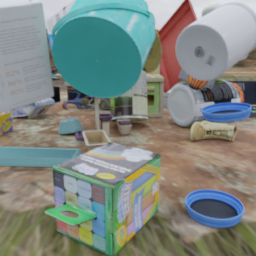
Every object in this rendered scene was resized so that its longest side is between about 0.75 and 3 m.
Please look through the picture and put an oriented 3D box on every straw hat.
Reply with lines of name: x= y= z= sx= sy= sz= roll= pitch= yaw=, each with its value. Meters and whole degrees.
straw hat: x=0.660 y=-3.548 z=11.473 sx=2.500 sy=2.500 sz=1.058 roll=12 pitch=40 yaw=37

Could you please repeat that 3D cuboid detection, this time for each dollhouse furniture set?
dollhouse furniture set: x=-0.634 y=-0.352 z=8.653 sx=1.961 sy=1.757 sz=2.475 roll=-4 pitch=16 yaw=-13

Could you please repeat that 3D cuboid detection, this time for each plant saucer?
plant saucer: x=2.246 y=-3.456 z=12.216 sx=0.543 sy=2.954 sz=2.960 roll=0 pitch=-23 yaw=-31
plant saucer: x=-2.638 y=0.758 z=7.536 sx=2.751 sy=0.261 sz=0.962 roll=2 pitch=16 yaw=3

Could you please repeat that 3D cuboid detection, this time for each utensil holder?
utensil holder: x=2.303 y=-2.233 z=7.257 sx=1.547 sy=1.547 sz=1.821 roll=15 pitch=40 yaw=42

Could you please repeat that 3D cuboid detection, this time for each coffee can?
coffee can: x=0.025 y=-1.269 z=10.847 sx=1.455 sy=1.988 sz=1.455 roll=-2 pitch=-5 yaw=0

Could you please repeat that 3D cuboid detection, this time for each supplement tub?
supplement tub: x=3.123 y=-1.039 z=11.145 sx=2.793 sy=1.711 sz=1.711 roll=-10 pitch=18 yaw=-28

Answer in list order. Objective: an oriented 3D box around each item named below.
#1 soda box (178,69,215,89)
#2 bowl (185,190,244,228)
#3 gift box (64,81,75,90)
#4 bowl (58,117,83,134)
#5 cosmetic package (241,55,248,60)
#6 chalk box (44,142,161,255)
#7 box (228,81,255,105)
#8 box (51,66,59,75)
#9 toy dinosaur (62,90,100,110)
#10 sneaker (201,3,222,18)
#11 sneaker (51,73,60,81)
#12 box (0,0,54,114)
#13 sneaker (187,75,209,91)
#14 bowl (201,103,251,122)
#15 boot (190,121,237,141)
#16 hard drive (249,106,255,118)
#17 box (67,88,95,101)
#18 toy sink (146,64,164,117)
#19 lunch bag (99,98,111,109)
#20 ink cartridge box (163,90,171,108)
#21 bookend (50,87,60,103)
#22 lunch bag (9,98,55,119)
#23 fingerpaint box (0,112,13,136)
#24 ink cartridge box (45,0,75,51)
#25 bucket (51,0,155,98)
soda box: x=2.471 y=-1.794 z=10.051 sx=1.250 sy=0.427 sz=0.396 roll=20 pitch=15 yaw=10
bowl: x=1.555 y=1.455 z=5.102 sx=1.022 sy=0.201 sz=1.022 roll=0 pitch=16 yaw=0
gift box: x=-1.792 y=-1.955 z=10.383 sx=0.999 sy=1.011 sz=1.083 roll=-6 pitch=8 yaw=10
bowl: x=-2.065 y=-0.106 z=9.923 sx=0.894 sy=0.467 sz=0.894 roll=-9 pitch=9 yaw=1
cosmetic package: x=4.360 y=-3.188 z=10.812 sx=0.489 sy=0.793 sz=0.796 roll=-19 pitch=57 yaw=-39
chalk box: x=-0.418 y=1.121 z=4.529 sx=1.182 sy=1.176 sz=1.899 roll=12 pitch=20 yaw=32
box: x=5.004 y=-1.669 z=13.897 sx=2.223 sy=1.160 sz=1.645 roll=0 pitch=2 yaw=-3
box: x=-2.867 y=-2.422 z=11.521 sx=1.037 sy=0.195 sz=0.708 roll=-18 pitch=5 yaw=20
toy dinosaur: x=-2.368 y=-1.171 z=14.204 sx=1.755 sy=1.015 sz=1.934 roll=-8 pitch=-25 yaw=18
sneaker: x=3.160 y=-3.737 z=9.347 sx=1.334 sy=0.962 sz=2.540 roll=-31 pitch=4 yaw=5
sneaker: x=-3.014 y=-2.014 z=10.349 sx=1.057 sy=0.421 sz=0.409 roll=13 pitch=-7 yaw=-18
box: x=-3.499 y=-2.075 z=7.793 sx=2.152 sy=2.826 sz=1.503 roll=-24 pitch=45 yaw=-33
sneaker: x=2.456 y=-2.170 z=8.908 sx=0.738 sy=1.901 sz=1.065 roll=23 pitch=-17 yaw=12
bowl: x=2.296 y=-0.367 z=6.563 sx=1.106 sy=0.217 sz=1.106 roll=-8 pitch=15 yaw=2
boot: x=2.797 y=0.154 z=9.134 sx=1.209 sy=0.566 sz=1.556 roll=12 pitch=16 yaw=35
hard drive: x=5.824 y=-0.745 z=12.825 sx=1.012 sy=0.274 sz=1.448 roll=1 pitch=15 yaw=3
box: x=-2.635 y=-1.970 z=16.135 sx=1.395 sy=0.867 sz=1.406 roll=0 pitch=15 yaw=7
toy sink: x=0.720 y=-1.753 z=12.459 sx=1.569 sy=2.407 sz=1.348 roll=0 pitch=15 yaw=-3
lunch bag: x=-0.411 y=-1.501 z=14.111 sx=1.787 sy=1.051 sz=1.466 roll=-1 pitch=15 yaw=13
ink cartridge box: x=1.820 y=-1.695 z=15.173 sx=1.436 sy=0.827 sz=1.967 roll=6 pitch=17 yaw=21
bookend: x=-5.081 y=-1.792 z=15.478 sx=1.874 sy=0.863 sz=1.863 roll=7 pitch=17 yaw=26
lunch bag: x=-4.242 y=-0.959 z=12.321 sx=1.573 sy=1.000 sz=1.334 roll=-5 pitch=11 yaw=20
fingerpaint box: x=-5.235 y=-0.030 z=9.378 sx=1.720 sy=0.756 sz=2.061 roll=3 pitch=16 yaw=11
ink cartridge box: x=-1.933 y=-3.584 z=9.923 sx=1.835 sy=1.339 sz=0.773 roll=-22 pitch=-19 yaw=25
bucket: x=-0.698 y=-2.409 z=8.074 sx=2.917 sy=2.917 sz=1.898 roll=3 pitch=44 yaw=10
